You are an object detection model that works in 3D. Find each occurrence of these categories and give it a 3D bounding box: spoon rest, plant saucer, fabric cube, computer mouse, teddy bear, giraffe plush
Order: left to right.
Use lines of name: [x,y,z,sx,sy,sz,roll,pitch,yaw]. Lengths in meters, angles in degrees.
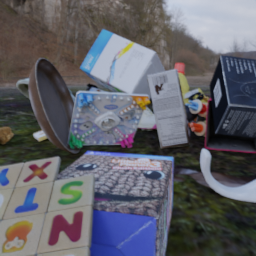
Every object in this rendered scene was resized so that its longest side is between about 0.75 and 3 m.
teddy bear: [-4.515,0.438,8.986,1.147,0.528,1.582,-2,17,27]
plant saucer: [-3.230,-1.433,11.946,2.885,0.724,2.885,19,-16,6]
plant saucer: [-2.127,-0.580,8.196,0.464,2.891,2.891,-17,10,5]
giraffe plush: [3.015,-1.340,14.062,2.250,2.394,2.774,12,-3,-40]
computer mouse: [2.506,-0.934,10.889,0.695,0.404,2.373,14,36,21]
fabric cube: [3.406,-0.182,9.114,1.603,1.573,1.598,4,11,20]
spoon rest: [2.593,1.088,5.403,2.522,0.765,1.253,15,14,4]

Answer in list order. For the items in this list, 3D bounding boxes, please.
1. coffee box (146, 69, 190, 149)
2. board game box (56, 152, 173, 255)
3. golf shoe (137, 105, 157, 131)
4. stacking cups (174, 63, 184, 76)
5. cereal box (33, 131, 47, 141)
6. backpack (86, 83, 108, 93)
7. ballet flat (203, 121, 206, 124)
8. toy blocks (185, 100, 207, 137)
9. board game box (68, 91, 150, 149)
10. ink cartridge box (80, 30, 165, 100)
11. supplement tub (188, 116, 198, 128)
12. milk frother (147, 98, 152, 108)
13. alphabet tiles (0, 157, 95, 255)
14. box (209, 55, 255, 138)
coffee box: [1.361,-0.648,9.130,0.941,2.358,1.333,-10,10,14]
board game box: [-0.207,1.121,4.081,1.585,0.963,1.988,3,12,12]
golf shoe: [0.566,-0.594,12.115,0.983,1.194,2.609,-6,16,-33]
stacking cups: [3.057,-2.432,16.909,0.861,2.845,0.861,7,8,-1]
cereal box: [-3.041,0.244,10.048,0.564,0.155,0.784,-25,21,-27]
backpack: [-1.113,-0.791,12.002,1.713,1.799,1.386,8,43,-1]
ballet flat: [3.696,-0.197,12.192,0.949,0.326,0.299,-8,13,-7]
toy blocks: [2.495,-0.347,9.949,1.456,1.213,0.529,13,-3,-40]
board game box: [-0.584,-0.129,8.057,2.041,2.042,0.264,0,45,-21]
ink cartridge box: [-0.156,-2.368,11.499,2.591,1.892,1.901,30,-2,23]
supplement tub: [2.752,-0.454,12.116,0.501,0.817,0.501,15,-12,3]
milk frother: [1.333,-1.376,15.900,1.811,2.006,1.887,6,-26,-22]
alphabet tiles: [-1.514,1.266,2.515,2.395,0.091,2.878,-9,32,2]
box: [3.159,-0.767,7.094,1.810,1.141,1.842,6,51,2]
